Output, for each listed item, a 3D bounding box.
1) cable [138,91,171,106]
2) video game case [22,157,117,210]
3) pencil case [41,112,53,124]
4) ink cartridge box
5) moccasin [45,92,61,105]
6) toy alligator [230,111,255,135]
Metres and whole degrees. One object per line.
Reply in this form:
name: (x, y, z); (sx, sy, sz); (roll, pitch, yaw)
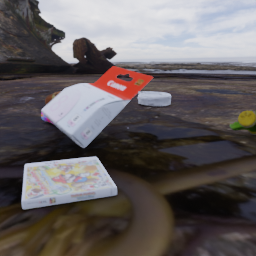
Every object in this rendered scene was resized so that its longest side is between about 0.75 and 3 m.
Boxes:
cable: (1.261, -1.387, 13.485); (1.610, 0.558, 1.611); (2, 14, 3)
video game case: (-1.087, 0.883, 4.935); (1.426, 0.179, 1.566); (-5, 15, -18)
pencil case: (-2.360, -0.384, 9.221); (0.638, 0.638, 1.444); (-10, 14, -36)
ink cartridge box: (-0.935, -0.896, 7.723); (2.625, 0.749, 2.133); (-49, 39, -10)
moccasin: (-2.688, -1.028, 11.421); (2.095, 0.766, 0.809); (13, 23, 34)
toy alligator: (4.062, -0.134, 7.280); (2.821, 0.678, 0.935); (9, -11, 42)
